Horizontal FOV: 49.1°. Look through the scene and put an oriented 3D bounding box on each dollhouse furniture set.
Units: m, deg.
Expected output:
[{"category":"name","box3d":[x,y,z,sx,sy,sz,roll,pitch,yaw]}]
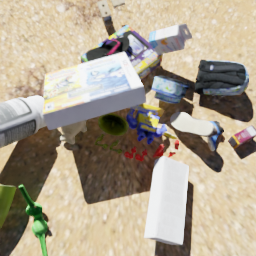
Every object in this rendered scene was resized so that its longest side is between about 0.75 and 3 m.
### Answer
[{"category":"dollhouse furniture set","box3d":[-0.537,-4.216,10.090,0.916,0.645,0.642,-19,79,1]}]

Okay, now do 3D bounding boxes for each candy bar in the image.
[{"category":"candy bar","box3d":[0.308,-0.669,8.889,1.642,0.409,0.182,14,61,6]}]

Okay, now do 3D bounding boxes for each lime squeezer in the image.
[{"category":"lime squeezer","box3d":[-2.370,2.478,7.364,0.432,0.808,2.289,-17,97,-25]}]

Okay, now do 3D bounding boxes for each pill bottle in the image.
[{"category":"pill bottle","box3d":[-3.269,-0.183,7.886,1.151,1.151,2.022,42,41,17]}]

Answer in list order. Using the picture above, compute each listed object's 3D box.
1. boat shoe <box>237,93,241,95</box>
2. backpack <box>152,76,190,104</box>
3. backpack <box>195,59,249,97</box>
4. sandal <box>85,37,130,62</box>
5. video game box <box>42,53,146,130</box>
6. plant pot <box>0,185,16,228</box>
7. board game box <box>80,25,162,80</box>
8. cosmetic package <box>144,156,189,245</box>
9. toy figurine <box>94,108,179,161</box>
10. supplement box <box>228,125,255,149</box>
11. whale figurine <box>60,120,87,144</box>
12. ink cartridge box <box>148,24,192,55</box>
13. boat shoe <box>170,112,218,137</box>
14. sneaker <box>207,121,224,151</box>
[{"category":"boat shoe","box3d":[3.667,-1.557,9.355,0.334,0.276,0.928,5,66,2]},{"category":"backpack","box3d":[1.246,-1.181,8.695,0.952,1.040,0.764,22,101,30]},{"category":"backpack","box3d":[3.053,-1.573,8.932,1.494,1.148,1.219,-2,68,38]},{"category":"sandal","box3d":[-0.630,-2.567,9.032,1.574,0.355,0.591,-24,68,-10]},{"category":"video game box","box3d":[-1.019,-1.138,7.771,2.573,0.602,2.344,-16,35,-3]},{"category":"plant pot","box3d":[-3.676,2.158,7.291,1.228,1.228,1.312,3,75,1]},{"category":"board game box","box3d":[-0.214,-2.281,9.494,2.146,0.609,1.774,-39,73,-16]},{"category":"cosmetic package","box3d":[1.033,1.888,7.380,0.862,0.529,2.089,24,60,-22]},{"category":"toy figurine","box3d":[0.302,0.033,8.414,2.381,1.256,1.426,17,34,-4]},{"category":"supplement box","box3d":[3.474,0.275,8.467,0.759,0.419,0.325,-26,69,-11]},{"category":"whale figurine","box3d":[-1.676,-0.114,8.328,0.967,1.215,0.631,14,31,-3]},{"category":"ink cartridge box","box3d":[1.333,-2.754,8.763,1.193,0.687,0.405,-5,61,31]},{"category":"boat shoe","box3d":[1.935,-0.074,8.351,1.540,0.458,0.553,20,88,47]},{"category":"sneaker","box3d":[2.672,0.215,8.519,0.539,0.372,0.969,-8,60,6]}]
